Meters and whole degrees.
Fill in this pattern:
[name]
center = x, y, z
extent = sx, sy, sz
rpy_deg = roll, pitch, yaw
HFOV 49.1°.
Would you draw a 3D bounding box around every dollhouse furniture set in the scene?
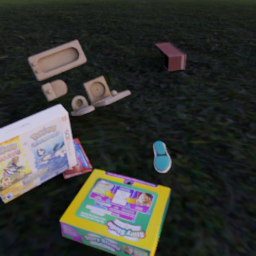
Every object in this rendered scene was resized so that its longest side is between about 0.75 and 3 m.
[dollhouse furniture set]
center = -1.865, -1.865, 10.230
extent = 2.524, 2.654, 2.162
rpy_deg = -27, 11, -18

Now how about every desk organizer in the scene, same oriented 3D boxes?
[desk organizer]
center = 2.357, -4.131, 16.109
extent = 0.959, 0.894, 2.492
rpy_deg = -9, 34, -10

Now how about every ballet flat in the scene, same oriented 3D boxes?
[ballet flat]
center = 1.022, 0.985, 8.576
extent = 0.500, 0.500, 1.439
rpy_deg = 0, 33, -1

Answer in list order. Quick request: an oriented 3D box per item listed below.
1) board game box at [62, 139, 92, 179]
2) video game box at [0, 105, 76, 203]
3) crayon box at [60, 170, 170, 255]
[board game box]
center = -1.810, 0.933, 8.954
extent = 0.860, 0.162, 1.671
rpy_deg = -14, 36, -19
[video game box]
center = -2.528, 0.694, 7.390
extent = 2.252, 2.052, 0.527
rpy_deg = -28, 47, -27
[crayon box]
center = -0.229, 2.043, 6.814
extent = 2.148, 0.626, 1.853
rpy_deg = 12, 36, 16
